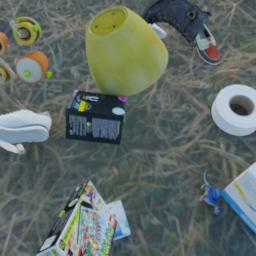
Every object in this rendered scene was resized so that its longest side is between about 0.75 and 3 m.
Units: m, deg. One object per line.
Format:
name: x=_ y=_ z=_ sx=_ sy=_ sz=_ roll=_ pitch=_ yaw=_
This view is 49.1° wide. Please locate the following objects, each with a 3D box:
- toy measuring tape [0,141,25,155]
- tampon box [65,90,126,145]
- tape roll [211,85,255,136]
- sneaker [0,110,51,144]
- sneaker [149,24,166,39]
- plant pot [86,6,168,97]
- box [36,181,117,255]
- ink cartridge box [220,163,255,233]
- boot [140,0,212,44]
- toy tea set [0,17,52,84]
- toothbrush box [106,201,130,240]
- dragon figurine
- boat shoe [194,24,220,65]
toy measuring tape: x=-3.652 y=-0.079 z=7.560 sx=1.010 sy=2.747 sz=1.010 roll=-12 pitch=62 yaw=24
tampon box: x=-0.829 y=-0.288 z=7.433 sx=1.465 sy=0.925 sz=1.098 roll=7 pitch=32 yaw=-3
tape roll: x=4.117 y=-0.661 z=10.408 sx=1.878 sy=0.657 sz=1.878 roll=0 pitch=62 yaw=0
sneaker: x=-4.122 y=-0.100 z=10.046 sx=2.650 sy=1.012 sz=1.067 roll=2 pitch=54 yaw=-6
sneaker: x=1.153 y=-4.411 z=12.471 sx=1.272 sy=0.486 sz=0.512 roll=29 pitch=57 yaw=13
plant pot: x=-0.234 y=-2.270 z=7.722 sx=2.341 sy=1.662 sz=2.341 roll=-12 pitch=54 yaw=17
box: x=-0.806 y=2.019 z=5.266 sx=0.384 sy=2.214 sz=1.218 roll=-30 pitch=100 yaw=12
ink cartridge box: x=4.205 y=1.793 z=8.178 sx=1.730 sy=2.350 sz=1.700 roll=-33 pitch=67 yaw=-16
boot: x=1.462 y=-3.439 z=9.120 sx=1.855 sy=0.738 sz=2.131 roll=42 pitch=97 yaw=-10
toy tea set: x=-3.371 y=-1.760 z=7.349 sx=2.687 sy=1.598 sz=0.994 roll=-13 pitch=33 yaw=12
toothbrush box: x=-0.430 y=2.890 z=8.698 sx=0.754 sy=0.439 sz=1.030 roll=-16 pitch=62 yaw=-8
dragon figurine: x=2.737 y=2.110 z=9.115 sx=0.696 sy=0.412 sz=1.399 roll=9 pitch=64 yaw=5
boat shoe: x=3.313 y=-3.671 z=11.947 sx=0.781 sy=0.686 sz=2.193 roll=-15 pitch=65 yaw=-10
